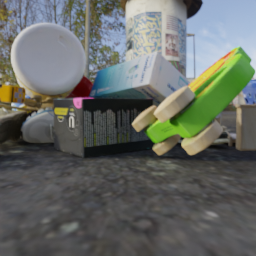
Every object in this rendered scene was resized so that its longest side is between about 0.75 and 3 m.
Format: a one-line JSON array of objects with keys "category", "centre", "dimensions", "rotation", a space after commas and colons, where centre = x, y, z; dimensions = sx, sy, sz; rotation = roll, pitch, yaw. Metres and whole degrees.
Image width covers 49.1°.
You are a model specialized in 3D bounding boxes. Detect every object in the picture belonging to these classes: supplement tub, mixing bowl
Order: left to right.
[{"category": "supplement tub", "centre": [-2.441, -1.810, 8.566], "dimensions": [1.951, 1.951, 2.684], "rotation": [-1, -1, -18]}, {"category": "mixing bowl", "centre": [-2.435, -0.941, 11.189], "dimensions": [2.379, 2.379, 1.288], "rotation": [-1, -5, -18]}]

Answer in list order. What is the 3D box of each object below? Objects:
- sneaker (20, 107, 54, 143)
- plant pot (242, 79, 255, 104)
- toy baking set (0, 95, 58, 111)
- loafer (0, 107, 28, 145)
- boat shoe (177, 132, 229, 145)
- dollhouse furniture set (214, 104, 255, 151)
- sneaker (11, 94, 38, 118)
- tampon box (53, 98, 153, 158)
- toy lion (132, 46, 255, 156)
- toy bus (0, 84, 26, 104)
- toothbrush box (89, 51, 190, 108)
[{"category": "sneaker", "centre": [-1.715, 0.011, 8.396], "dimensions": [2.852, 1.069, 1.236], "rotation": [-11, 31, -20]}, {"category": "plant pot", "centre": [6.032, -0.912, 10.763], "dimensions": [2.329, 2.094, 2.329], "rotation": [-10, 10, -10]}, {"category": "toy baking set", "centre": [-2.857, -0.778, 8.451], "dimensions": [2.374, 0.276, 1.822], "rotation": [-3, -9, 12]}, {"category": "loafer", "centre": [-3.699, -0.140, 8.163], "dimensions": [0.944, 1.046, 2.766], "rotation": [20, 0, -6]}, {"category": "boat shoe", "centre": [1.828, 0.068, 8.295], "dimensions": [0.908, 0.855, 2.527], "rotation": [0, 5, -32]}, {"category": "dollhouse furniture set", "centre": [3.429, -0.100, 8.314], "dimensions": [1.361, 1.163, 2.626], "rotation": [0, 4, -1]}, {"category": "sneaker", "centre": [-3.929, -1.245, 12.165], "dimensions": [2.411, 0.891, 0.992], "rotation": [-31, 46, -30]}, {"category": "tampon box", "centre": [-0.634, -0.100, 7.185], "dimensions": [2.107, 1.330, 1.579], "rotation": [-3, 6, -39]}, {"category": "toy lion", "centre": [1.468, -0.690, 5.539], "dimensions": [2.714, 0.972, 2.831], "rotation": [-43, 3, -11]}, {"category": "toy bus", "centre": [-3.017, -0.836, 6.666], "dimensions": [1.234, 0.402, 0.483], "rotation": [10, 6, 35]}, {"category": "toothbrush box", "centre": [0.372, -1.122, 8.779], "dimensions": [2.619, 1.117, 1.918], "rotation": [-5, -28, 46]}]
